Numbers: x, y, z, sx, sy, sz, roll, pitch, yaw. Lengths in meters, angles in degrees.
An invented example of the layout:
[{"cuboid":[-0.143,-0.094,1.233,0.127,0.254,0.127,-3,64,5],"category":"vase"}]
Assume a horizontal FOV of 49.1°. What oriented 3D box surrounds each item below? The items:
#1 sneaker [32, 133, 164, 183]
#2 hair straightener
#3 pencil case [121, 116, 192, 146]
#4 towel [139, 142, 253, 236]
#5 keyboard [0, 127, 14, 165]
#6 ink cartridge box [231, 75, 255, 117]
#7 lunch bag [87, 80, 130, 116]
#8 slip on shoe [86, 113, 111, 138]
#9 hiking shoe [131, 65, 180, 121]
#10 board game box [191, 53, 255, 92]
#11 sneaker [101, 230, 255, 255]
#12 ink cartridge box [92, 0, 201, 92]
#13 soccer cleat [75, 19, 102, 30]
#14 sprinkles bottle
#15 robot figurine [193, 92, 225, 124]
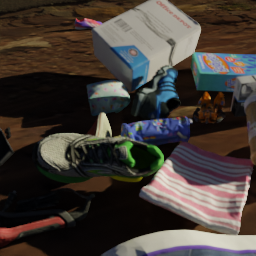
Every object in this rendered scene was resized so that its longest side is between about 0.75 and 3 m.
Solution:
[{"cuboid":[-0.430,0.414,4.626,2.197,0.936,0.857,4,69,-24],"category":"sneaker"},{"cuboid":[-1.803,1.334,4.579,2.534,0.518,0.975,-12,44,-14],"category":"hair straightener"},{"cuboid":[0.636,0.125,6.276,1.577,0.615,0.685,-7,28,-8],"category":"pencil case"},{"cuboid":[1.341,0.914,5.082,1.597,0.326,2.183,16,26,23],"category":"towel"},{"cuboid":[-2.822,0.319,6.226,0.689,0.147,1.148,-49,49,-1],"category":"keyboard"},{"cuboid":[3.787,-0.882,7.192,2.091,1.040,0.410,-7,38,1],"category":"ink cartridge box"},{"cuboid":[-0.529,-0.854,7.648,1.092,0.666,0.930,-11,36,-6],"category":"lunch bag"},{"cuboid":[-0.715,0.249,6.078,0.533,0.645,1.742,-10,35,14],"category":"slip on shoe"},{"cuboid":[0.974,-0.877,7.680,1.029,0.883,2.374,28,48,11],"category":"hiking shoe"},{"cuboid":[3.432,-1.787,8.947,2.614,0.588,1.988,3,33,4],"category":"board game box"},{"cuboid":[1.039,2.212,2.745,2.918,1.176,2.137,2,28,-13],"category":"sneaker"},{"cuboid":[0.562,-2.699,8.797,2.741,1.154,1.982,-33,67,-18],"category":"ink cartridge box"},{"cuboid":[-1.943,-5.185,13.884,1.375,0.503,0.469,-10,37,-14],"category":"soccer cleat"},{"cuboid":[2.747,0.010,5.756,0.565,0.565,1.654,7,45,10],"category":"sprinkles bottle"},{"cuboid":[2.044,-0.505,6.992,0.770,0.309,1.062,4,41,25],"category":"robot figurine"}]
